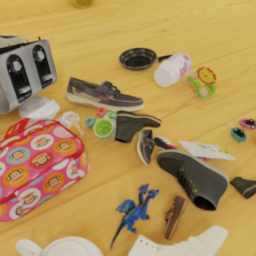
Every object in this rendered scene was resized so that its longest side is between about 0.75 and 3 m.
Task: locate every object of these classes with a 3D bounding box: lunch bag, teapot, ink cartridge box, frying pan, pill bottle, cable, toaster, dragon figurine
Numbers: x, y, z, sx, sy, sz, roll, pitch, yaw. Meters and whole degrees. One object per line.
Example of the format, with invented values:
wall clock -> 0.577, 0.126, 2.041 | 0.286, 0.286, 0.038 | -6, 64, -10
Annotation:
lunch bag -> -2.679, 0.903, 7.482 | 2.739, 1.122, 2.413 | -32, 45, -28
teapot -> -1.165, 2.683, 5.278 | 1.608, 1.174, 1.587 | -16, 43, -16
ink cartridge box -> -2.933, -0.096, 8.512 | 0.454, 1.294, 1.592 | 48, 52, -5
frying pan -> 0.977, -3.179, 12.548 | 2.824, 0.460, 1.708 | -12, 45, -5
pill bottle -> 1.798, -2.321, 11.245 | 0.948, 0.948, 1.672 | 24, 44, 26
cable -> -3.233, -0.663, 9.815 | 1.124, 0.389, 1.124 | 24, 45, 25
toaster -> -4.263, -1.703, 9.287 | 2.987, 1.772, 2.701 | -3, 26, 23
dragon figurine -> 0.049, 1.944, 6.339 | 1.624, 0.808, 0.478 | -34, 39, -18

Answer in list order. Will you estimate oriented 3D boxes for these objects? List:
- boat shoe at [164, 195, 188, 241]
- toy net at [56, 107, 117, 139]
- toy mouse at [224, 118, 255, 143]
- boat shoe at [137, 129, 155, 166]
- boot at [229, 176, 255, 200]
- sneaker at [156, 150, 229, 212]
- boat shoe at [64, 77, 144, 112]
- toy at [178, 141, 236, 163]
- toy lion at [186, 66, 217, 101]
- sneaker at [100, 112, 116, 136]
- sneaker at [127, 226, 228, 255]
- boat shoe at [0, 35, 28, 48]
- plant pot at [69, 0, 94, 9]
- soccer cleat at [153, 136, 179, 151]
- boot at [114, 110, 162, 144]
boat shoe -> 1.044, 2.081, 6.558 | 0.392, 0.393, 1.115 | 20, 48, 19
toy net -> -1.379, -0.268, 8.944 | 2.178, 0.421, 1.143 | 8, 70, 17
toy mouse -> 3.750, 0.113, 8.952 | 1.479, 0.322, 1.664 | 22, 45, 23
boat shoe -> 0.560, 0.508, 8.281 | 0.459, 0.510, 1.417 | -26, 31, 19
boot -> 3.219, 1.418, 7.428 | 0.930, 0.360, 0.644 | -20, 39, -23
sneaker -> 1.503, 1.290, 7.220 | 1.992, 0.745, 1.058 | 21, 42, 22
boat shoe -> -0.855, -1.201, 9.857 | 2.917, 0.945, 1.049 | 11, 19, 15
toy -> 2.203, 0.751, 7.972 | 1.472, 0.348, 0.848 | 4, 23, -22
toy lion -> 2.942, -1.771, 10.756 | 1.223, 0.438, 1.276 | -17, 70, -24
sneaker -> -0.390, -0.169, 9.142 | 0.560, 0.505, 1.367 | -26, 47, -19
sneaker -> 0.842, 2.469, 5.589 | 2.335, 0.860, 1.350 | -33, 54, -27
boat shoe -> -5.977, -4.150, 13.680 | 2.083, 0.748, 0.704 | -3, 30, -8
plant pot -> -3.067, -8.930, 18.369 | 2.400, 2.400, 1.704 | -12, 72, -14
soccer cleat -> 1.239, 0.587, 8.370 | 1.089, 0.380, 0.470 | 39, 23, 23
boot -> 0.279, 0.096, 8.586 | 1.441, 0.558, 0.997 | 9, 67, -3
